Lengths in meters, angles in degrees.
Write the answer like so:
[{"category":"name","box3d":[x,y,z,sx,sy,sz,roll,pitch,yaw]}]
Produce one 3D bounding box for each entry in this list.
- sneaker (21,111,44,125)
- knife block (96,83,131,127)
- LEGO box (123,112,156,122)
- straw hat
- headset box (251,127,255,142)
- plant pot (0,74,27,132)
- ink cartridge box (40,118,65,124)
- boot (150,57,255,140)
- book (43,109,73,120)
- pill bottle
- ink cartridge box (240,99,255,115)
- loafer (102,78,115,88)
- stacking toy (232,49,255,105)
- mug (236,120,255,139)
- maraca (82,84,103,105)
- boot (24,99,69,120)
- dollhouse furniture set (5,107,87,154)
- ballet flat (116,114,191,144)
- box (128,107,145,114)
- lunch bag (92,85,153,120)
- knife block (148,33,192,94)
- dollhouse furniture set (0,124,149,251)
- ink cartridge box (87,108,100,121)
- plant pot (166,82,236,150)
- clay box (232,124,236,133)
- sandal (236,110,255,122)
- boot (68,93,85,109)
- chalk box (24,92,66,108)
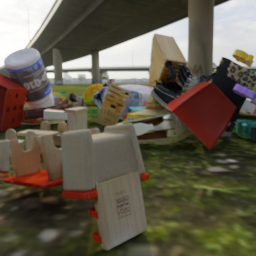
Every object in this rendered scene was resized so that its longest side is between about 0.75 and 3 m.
[{"category":"sneaker","box3d":[-4.007,-0.451,11.526,1.083,0.607,0.420,0,9,-2]},{"category":"knife block","box3d":[-0.435,-1.075,10.474,0.758,2.369,2.079,23,43,-4]},{"category":"LEGO box","box3d":[0.762,-0.201,9.936,1.561,0.602,1.162,5,10,28]},{"category":"straw hat","box3d":[0.955,-0.828,9.835,1.562,0.661,1.562,1,9,0]},{"category":"headset box","box3d":[4.066,0.207,7.891,0.822,0.438,0.944,-5,10,-28]},{"category":"plant pot","box3d":[-5.027,-0.922,10.149,1.982,2.247,2.249,13,10,4]},{"category":"ink cartridge box","box3d":[-3.248,-0.422,11.929,0.719,0.419,0.987,-8,12,-40]},{"category":"boot","box3d":[2.271,-1.204,8.515,2.867,2.166,1.035,34,24,22]},{"category":"book","box3d":[-2.121,-0.408,9.062,1.056,0.380,1.581,2,2,-11]},{"category":"pill bottle","box3d":[-4.004,-1.887,11.655,1.407,2.473,1.407,-5,44,5]},{"category":"ink cartridge box","box3d":[4.025,-0.753,10.001,1.914,0.807,1.385,28,20,25]},{"category":"loafer","box3d":[-0.946,-2.115,13.534,0.342,0.391,1.088,10,-15,-19]},{"category":"stacking toy","box3d":[3.340,-0.712,7.081,2.366,1.784,0.556,32,6,19]},{"category":"mug","box3d":[3.612,0.049,8.569,0.845,0.522,0.694,-1,10,-20]},{"category":"maraca","box3d":[-2.802,-2.563,22.114,2.860,1.530,1.961,-10,32,37]},{"category":"boot","box3d":[-3.296,-0.716,11.377,1.781,0.572,1.660,-13,11,-10]},{"category":"dollhouse furniture set","box3d":[-1.909,0.022,6.976,1.649,1.073,1.515,4,9,15]},{"category":"ballet flat","box3d":[0.739,0.062,7.346,2.418,0.815,0.754,-11,-9,-13]},{"category":"box","box3d":[0.859,-0.482,11.234,1.719,0.707,0.422,-3,19,-18]},{"category":"lunch bag","box3d":[-0.008,-1.233,13.263,2.648,1.684,2.246,17,19,31]},{"category":"knife block","box3d":[1.586,-2.390,10.259,0.889,2.779,2.440,7,-4,-16]},{"category":"dollhouse furniture set","box3d":[-0.897,0.682,3.767,2.372,1.222,2.347,-8,1,-44]},{"category":"ink cartridge box","box3d":[-1.693,-0.505,11.989,1.086,0.412,0.803,-15,-11,35]},{"category":"plant pot","box3d":[1.948,-0.445,7.292,1.365,1.203,1.363,45,8,-6]},{"category":"clay box","box3d":[3.797,-0.093,10.049,0.824,0.341,1.434,9,13,28]},{"category":"sandal","box3d":[3.729,-0.353,9.135,1.375,0.552,0.371,13,48,24]},{"category":"boot","box3d":[-2.415,-0.835,12.930,0.526,1.498,1.095,-1,-28,29]},{"category":"chalk box","box3d":[-4.250,-1.176,13.962,2.063,1.277,1.283,-4,10,-28]}]
